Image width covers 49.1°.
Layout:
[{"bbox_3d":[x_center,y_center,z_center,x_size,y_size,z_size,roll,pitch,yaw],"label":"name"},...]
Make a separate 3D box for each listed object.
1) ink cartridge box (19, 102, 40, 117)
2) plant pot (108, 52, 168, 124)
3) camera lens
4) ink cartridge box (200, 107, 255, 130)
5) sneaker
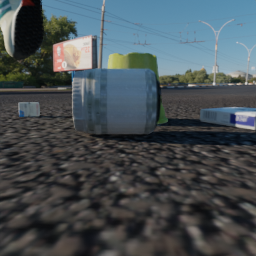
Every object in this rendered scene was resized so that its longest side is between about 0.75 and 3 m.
[{"bbox_3d":[-4.357,-0.817,12.335,0.838,0.612,0.353,-2,7,-22],"label":"ink cartridge box"},{"bbox_3d":[0.179,-1.499,10.591,2.709,2.491,2.709,1,8,0],"label":"plant pot"},{"bbox_3d":[-0.291,-0.716,7.662,2.229,1.783,1.783,0,9,-2],"label":"camera lens"},{"bbox_3d":[4.405,-0.431,10.101,2.536,0.515,2.531,-4,10,-27],"label":"ink cartridge box"},{"bbox_3d":[-3.233,-3.183,7.907,1.346,2.879,1.014,-7,-12,26],"label":"sneaker"}]
